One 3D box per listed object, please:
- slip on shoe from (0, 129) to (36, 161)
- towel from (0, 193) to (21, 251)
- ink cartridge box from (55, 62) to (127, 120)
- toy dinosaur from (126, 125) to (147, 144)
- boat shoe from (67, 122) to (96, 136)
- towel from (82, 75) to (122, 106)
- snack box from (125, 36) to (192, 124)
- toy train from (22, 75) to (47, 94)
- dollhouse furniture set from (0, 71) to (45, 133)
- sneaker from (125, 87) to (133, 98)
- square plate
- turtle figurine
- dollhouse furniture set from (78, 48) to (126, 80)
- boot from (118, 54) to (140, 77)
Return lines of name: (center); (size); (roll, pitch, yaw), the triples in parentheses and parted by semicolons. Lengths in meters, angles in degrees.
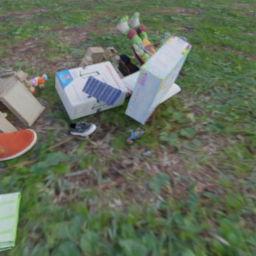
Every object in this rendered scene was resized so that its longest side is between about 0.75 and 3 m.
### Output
slip on shoe: (-3.994, 0.518, 8.610); (2.424, 0.742, 0.898); (-17, 58, -34)
towel: (-3.826, 2.284, 6.655); (2.277, 0.349, 1.698); (-8, 36, -11)
ink cartridge box: (-1.478, -1.535, 11.147); (2.343, 0.988, 1.710); (-20, 65, -25)
toy dinosaur: (0.293, 0.291, 9.673); (0.784, 0.864, 0.454); (-46, 56, -1)
boat shoe: (-1.636, -0.037, 9.541); (1.289, 0.427, 0.451); (2, 48, 48)
towel: (-0.948, -1.317, 10.028); (1.280, 0.927, 0.153); (25, 52, -13)
snack box: (1.122, -1.806, 10.464); (0.921, 2.294, 2.720); (30, 49, 8)
toy train: (-4.528, -1.670, 12.227); (2.187, 0.608, 1.643); (-24, 16, -12)
dollhouse furniture set: (-4.837, -0.800, 10.839); (2.950, 1.441, 2.516); (1, 49, 41)
sneaker: (0.165, -1.579, 12.263); (1.356, 0.453, 0.727); (11, 45, 7)
square plate: (1.019, -1.961, 12.481); (2.093, 0.298, 2.074); (36, 44, 22)
turtle figurine: (0.961, -4.091, 12.610); (2.002, 2.782, 2.697); (-39, 88, -6)
dollhouse furniture set: (-1.050, -2.465, 13.654); (2.353, 1.347, 2.759); (-20, 67, -46)
boot: (0.082, -2.692, 13.782); (0.668, 0.867, 1.788); (-22, 70, -27)
